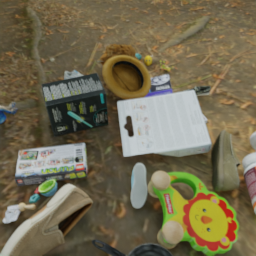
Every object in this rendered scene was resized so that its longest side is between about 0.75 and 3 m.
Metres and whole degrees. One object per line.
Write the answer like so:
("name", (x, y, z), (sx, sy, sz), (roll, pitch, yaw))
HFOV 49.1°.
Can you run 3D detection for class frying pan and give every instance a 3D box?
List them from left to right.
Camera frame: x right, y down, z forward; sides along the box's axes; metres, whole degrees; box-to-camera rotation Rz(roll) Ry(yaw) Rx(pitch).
("frying pan", (0.120, 3.577, 7.006), (2.247, 0.366, 1.359), (1, 44, 4))

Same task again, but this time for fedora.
("fedora", (-0.122, -1.948, 11.622), (2.183, 0.890, 2.183), (7, 65, -14))

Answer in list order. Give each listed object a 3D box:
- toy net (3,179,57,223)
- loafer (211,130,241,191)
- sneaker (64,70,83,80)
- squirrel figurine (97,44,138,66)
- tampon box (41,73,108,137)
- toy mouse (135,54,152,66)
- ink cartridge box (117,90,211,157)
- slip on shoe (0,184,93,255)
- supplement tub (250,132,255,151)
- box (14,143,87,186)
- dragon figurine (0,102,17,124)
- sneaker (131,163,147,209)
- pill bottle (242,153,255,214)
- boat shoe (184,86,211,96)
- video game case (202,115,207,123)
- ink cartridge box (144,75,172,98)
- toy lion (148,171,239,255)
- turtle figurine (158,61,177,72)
("toy net", (-2.936, 2.086, 8.287), (1.817, 0.351, 0.953), (-32, 27, -13))
("loafer", (3.206, 1.090, 9.163), (0.777, 0.877, 2.305), (15, 55, 3))
("sneaker", (-2.263, -2.292, 12.646), (1.347, 0.584, 0.505), (5, 40, 3))
("squirrel figurine", (-0.509, -3.135, 12.651), (1.670, 1.789, 1.266), (23, 57, 17))
("tampon box", (-1.964, -0.875, 10.520), (2.122, 1.591, 1.340), (-13, 47, -13))
("toy mouse", (0.475, -3.362, 13.903), (1.390, 0.303, 1.564), (7, 46, 7))
("ink cartridge box", (1.228, -0.082, 10.169), (2.973, 0.848, 2.416), (-11, 58, 5))
("slip on shoe", (-2.090, 2.768, 7.349), (0.900, 1.130, 2.972), (23, 42, 21))
("supplement tub", (4.994, 0.286, 9.870), (1.218, 0.886, 0.886), (-32, 53, -28))
("box", (-2.524, 1.193, 9.333), (2.235, 0.388, 1.230), (-6, 46, -6))
("dragon figurine", (-5.058, -0.447, 10.841), (1.624, 0.808, 0.478), (-45, 50, -3))
("sneaker", (0.329, 1.822, 8.705), (0.504, 0.558, 1.363), (9, 68, -2))
("pill bottle", (4.087, 1.681, 8.397), (1.018, 1.018, 1.784), (1, 46, 1))
("boat shoe", (2.906, -1.585, 11.870), (1.195, 0.381, 0.423), (-9, 54, -7))
("video game case", (2.168, -0.690, 11.361), (1.296, 0.163, 1.810), (-15, 47, -15))
("ink cartridge box", (1.125, -1.629, 11.990), (1.463, 0.320, 1.477), (-10, 46, 7))
("toy lion", (1.861, 2.339, 7.881), (2.252, 0.807, 2.349), (-3, 54, -11))
("turtle figurine", (1.835, -2.923, 13.475), (0.947, 0.305, 0.763), (-10, 47, -28))
